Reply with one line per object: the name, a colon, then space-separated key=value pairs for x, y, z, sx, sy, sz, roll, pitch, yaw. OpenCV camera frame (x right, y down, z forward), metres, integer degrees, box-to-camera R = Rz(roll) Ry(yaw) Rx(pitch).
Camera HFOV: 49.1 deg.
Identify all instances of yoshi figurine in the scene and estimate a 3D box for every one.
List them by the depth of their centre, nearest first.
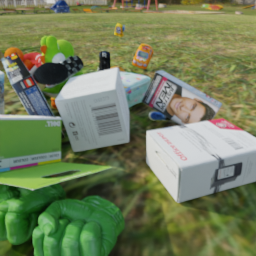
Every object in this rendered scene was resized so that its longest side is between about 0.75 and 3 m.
yoshi figurine: x=-2.221 y=-1.927 z=9.642 sx=1.410 sy=2.508 sz=1.404 roll=-8 pitch=27 yaw=-2

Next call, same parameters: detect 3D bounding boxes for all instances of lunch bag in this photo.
lunch bag: x=-0.383 y=-1.341 z=10.294 sx=1.959 sy=0.942 sz=2.443 roll=18 pitch=32 yaw=32

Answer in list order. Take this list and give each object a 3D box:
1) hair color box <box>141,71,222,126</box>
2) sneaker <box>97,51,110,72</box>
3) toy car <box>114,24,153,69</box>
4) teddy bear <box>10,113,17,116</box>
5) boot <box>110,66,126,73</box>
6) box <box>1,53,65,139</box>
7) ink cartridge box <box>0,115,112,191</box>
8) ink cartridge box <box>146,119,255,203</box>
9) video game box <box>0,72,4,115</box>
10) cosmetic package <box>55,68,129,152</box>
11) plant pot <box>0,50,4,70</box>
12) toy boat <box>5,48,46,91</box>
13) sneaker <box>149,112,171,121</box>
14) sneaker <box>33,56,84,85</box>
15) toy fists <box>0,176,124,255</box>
hair color box: x=1.530 y=-0.731 z=8.140 sx=2.035 sy=1.007 sz=0.617 roll=32 pitch=25 yaw=13
sneaker: x=-1.203 y=-3.163 z=13.694 sx=0.713 sy=1.092 sz=1.951 roll=-2 pitch=27 yaw=-4
toy car: x=0.101 y=-4.367 z=14.716 sx=2.937 sy=0.977 sz=1.441 roll=37 pitch=64 yaw=13
teddy bear: x=-3.495 y=-0.111 z=8.144 sx=1.346 sy=0.449 sz=0.976 roll=13 pitch=49 yaw=29
boot: x=-0.710 y=-2.568 z=13.080 sx=1.327 sy=0.467 sz=0.950 roll=0 pitch=38 yaw=-27
box: x=-2.890 y=-0.961 z=8.348 sx=0.583 sy=2.001 sz=2.922 roll=-29 pitch=35 yaw=-14
ink cartridge box: x=-2.068 y=0.311 z=5.619 sx=2.918 sy=1.105 sz=2.157 roll=3 pitch=3 yaw=30
ink cartridge box: x=1.705 y=0.635 z=6.446 sx=2.238 sy=0.933 sz=1.626 roll=-10 pitch=29 yaw=-18
video game box: x=-4.421 y=-0.649 z=8.019 sx=0.437 sy=1.702 sz=1.868 roll=29 pitch=35 yaw=15
cosmetic package: x=-0.866 y=-0.564 z=7.835 sx=1.567 sy=1.565 sz=1.899 roll=-11 pitch=26 yaw=6
plant pot: x=-4.288 y=-2.296 z=8.972 sx=0.125 sy=0.907 sz=0.907 roll=-15 pitch=26 yaw=9
toy boat: x=-4.062 y=-2.426 z=11.047 sx=1.725 sy=1.728 sz=2.644 roll=-47 pitch=33 yaw=-4
sneaker: x=1.060 y=-0.383 z=8.830 sx=0.790 sy=0.303 sz=0.440 roll=8 pitch=-14 yaw=-37
sneaker: x=-2.201 y=-1.615 z=8.502 sx=0.829 sy=0.694 sz=1.874 roll=-21 pitch=9 yaw=38
toy fists: x=-1.355 y=1.531 z=4.799 sx=2.528 sy=0.869 sz=1.289 roll=16 pitch=32 yaw=25
